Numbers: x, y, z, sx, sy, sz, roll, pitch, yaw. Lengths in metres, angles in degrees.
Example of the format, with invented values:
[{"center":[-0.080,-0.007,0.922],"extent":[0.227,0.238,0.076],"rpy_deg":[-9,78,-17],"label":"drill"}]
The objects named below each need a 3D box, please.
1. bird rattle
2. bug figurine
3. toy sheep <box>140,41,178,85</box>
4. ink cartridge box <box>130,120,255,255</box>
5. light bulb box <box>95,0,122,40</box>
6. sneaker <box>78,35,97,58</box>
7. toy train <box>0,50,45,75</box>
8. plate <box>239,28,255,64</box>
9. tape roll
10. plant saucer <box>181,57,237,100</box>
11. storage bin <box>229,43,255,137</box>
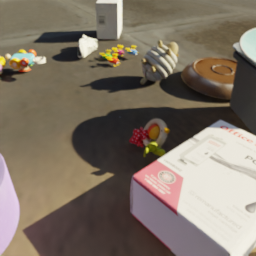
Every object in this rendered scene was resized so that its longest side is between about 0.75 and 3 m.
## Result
[{"center":[0.604,0.225,6.891],"extent":[0.662,0.957,1.174],"rpy_deg":[24,18,-28],"label":"bird rattle"},{"center":[-0.430,-3.187,12.260],"extent":[1.653,0.425,1.282],"rpy_deg":[-32,40,-31],"label":"bug figurine"},{"center":[1.082,-2.349,10.214],"extent":[1.896,1.307,1.307],"rpy_deg":[-44,42,5],"label":"toy sheep"},{"center":[1.748,1.181,5.456],"extent":[2.830,1.171,2.073],"rpy_deg":[-28,44,-33],"label":"ink cartridge box"},{"center":[-0.976,-5.813,14.732],"extent":[1.144,1.818,1.834],"rpy_deg":[3,34,3],"label":"light bulb box"},{"center":[-1.854,-3.718,12.824],"extent":[0.786,0.728,1.938],"rpy_deg":[9,36,-3],"label":"sneaker"},{"center":[-4.513,-2.098,10.518],"extent":[2.713,0.754,2.038],"rpy_deg":[-25,43,-26],"label":"toy train"},{"center":[4.126,-1.761,6.837],"extent":[2.785,0.356,2.785],"rpy_deg":[1,43,-1],"label":"plate"},{"center":[-3.547,1.485,5.025],"extent":[2.818,1.197,2.818],"rpy_deg":[-1,36,0],"label":"tape roll"},{"center":[3.398,-1.948,10.223],"extent":[2.834,0.455,2.834],"rpy_deg":[3,38,-2],"label":"plant saucer"},{"center":[4.143,-0.907,7.676],"extent":[2.177,2.009,2.991],"rpy_deg":[-4,36,-8],"label":"storage bin"}]
